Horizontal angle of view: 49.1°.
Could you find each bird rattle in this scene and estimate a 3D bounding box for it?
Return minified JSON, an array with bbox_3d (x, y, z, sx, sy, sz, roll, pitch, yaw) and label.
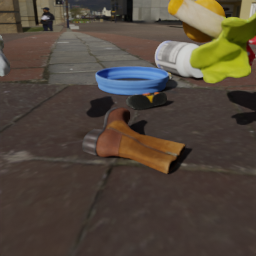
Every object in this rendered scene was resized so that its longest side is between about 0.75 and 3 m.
[{"bbox_3d":[2.038,-2.262,6.170,2.349,1.623,2.881,35,34,7],"label":"bird rattle"}]

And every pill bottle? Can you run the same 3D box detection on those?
[{"bbox_3d":[2.638,-3.314,13.534,1.553,1.553,2.730,-11,25,-25],"label":"pill bottle"}]

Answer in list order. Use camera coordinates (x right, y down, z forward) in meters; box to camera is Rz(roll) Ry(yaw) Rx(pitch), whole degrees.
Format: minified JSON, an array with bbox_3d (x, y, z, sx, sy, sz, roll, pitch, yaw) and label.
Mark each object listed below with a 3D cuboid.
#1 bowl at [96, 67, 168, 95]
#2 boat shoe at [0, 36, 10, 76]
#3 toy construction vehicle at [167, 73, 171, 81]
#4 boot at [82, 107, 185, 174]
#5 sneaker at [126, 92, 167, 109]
[{"bbox_3d":[0.162,-2.003,11.661,2.992,0.587,2.992,0,23,0],"label":"bowl"},{"bbox_3d":[-3.001,-1.882,6.063,0.568,0.626,1.701,-38,83,-33],"label":"boat shoe"},{"bbox_3d":[1.602,-2.429,13.046,0.859,0.302,0.747,2,23,4],"label":"toy construction vehicle"},{"bbox_3d":[0.293,0.160,6.361,2.026,0.694,1.907,10,24,21],"label":"boot"},{"bbox_3d":[0.540,-0.900,9.290,1.417,0.495,0.637,-10,8,-20],"label":"sneaker"}]
